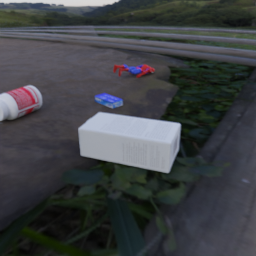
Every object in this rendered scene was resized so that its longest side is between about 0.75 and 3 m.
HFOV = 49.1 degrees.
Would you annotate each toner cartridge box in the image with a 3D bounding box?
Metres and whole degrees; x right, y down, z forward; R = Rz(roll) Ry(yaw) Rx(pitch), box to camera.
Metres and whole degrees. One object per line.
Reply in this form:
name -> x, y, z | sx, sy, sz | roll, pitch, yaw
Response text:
toner cartridge box -> -0.846, -1.161, 11.954 | 0.570, 0.259, 1.199 | -23, 33, -38

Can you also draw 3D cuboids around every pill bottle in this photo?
pill bottle -> -4.215, -0.906, 10.532 | 1.001, 1.001, 1.782 | 13, 28, 26

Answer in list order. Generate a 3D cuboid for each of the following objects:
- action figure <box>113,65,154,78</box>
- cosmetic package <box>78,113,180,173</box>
action figure -> 0.455, -3.256, 16.013 | 2.671, 0.690, 0.874 | -11, 32, -33
cosmetic package -> 0.058, 0.347, 7.921 | 2.586, 0.921, 1.311 | 9, 26, 19
